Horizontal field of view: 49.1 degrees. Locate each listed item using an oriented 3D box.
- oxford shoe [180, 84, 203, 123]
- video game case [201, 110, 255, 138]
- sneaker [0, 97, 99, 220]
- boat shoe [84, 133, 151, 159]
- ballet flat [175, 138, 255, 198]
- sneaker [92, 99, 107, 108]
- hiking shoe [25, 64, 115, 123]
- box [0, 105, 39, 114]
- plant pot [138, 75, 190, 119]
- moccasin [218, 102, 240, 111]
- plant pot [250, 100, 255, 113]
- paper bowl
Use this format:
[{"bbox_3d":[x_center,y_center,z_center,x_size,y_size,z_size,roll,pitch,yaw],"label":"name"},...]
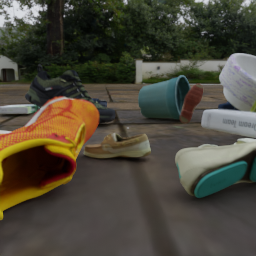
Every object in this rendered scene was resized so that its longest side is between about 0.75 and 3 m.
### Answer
[{"bbox_3d":[1.411,-0.577,6.340,0.330,0.931,0.344,26,20,4],"label":"oxford shoe"},{"bbox_3d":[3.071,0.053,4.603,2.631,0.342,2.891,13,9,42],"label":"video game case"},{"bbox_3d":[-0.986,0.307,3.588,1.102,1.043,2.857,14,23,15],"label":"sneaker"},{"bbox_3d":[-0.201,0.276,4.683,1.157,0.384,0.428,-4,10,14],"label":"boat shoe"},{"bbox_3d":[1.358,0.379,3.473,1.795,0.623,0.623,-4,11,-26],"label":"ballet flat"},{"bbox_3d":[-1.241,-0.899,8.908,1.047,0.551,1.450,4,-33,14],"label":"sneaker"},{"bbox_3d":[-1.480,-0.926,7.689,2.529,1.273,0.958,17,0,-3],"label":"hiking shoe"},{"bbox_3d":[-3.909,-0.673,10.092,1.035,0.261,1.434,-1,8,-3],"label":"box"},{"bbox_3d":[1.129,-0.874,8.768,1.342,1.371,1.371,-2,8,31],"label":"plant pot"},{"bbox_3d":[4.154,-0.929,10.506,1.938,0.661,0.780,-6,12,-29],"label":"moccasin"},{"bbox_3d":[4.346,-0.745,6.580,2.080,1.946,1.946,28,19,16],"label":"plant pot"},{"bbox_3d":[4.209,-1.301,9.210,2.494,1.297,2.494,14,38,-11],"label":"paper bowl"}]
